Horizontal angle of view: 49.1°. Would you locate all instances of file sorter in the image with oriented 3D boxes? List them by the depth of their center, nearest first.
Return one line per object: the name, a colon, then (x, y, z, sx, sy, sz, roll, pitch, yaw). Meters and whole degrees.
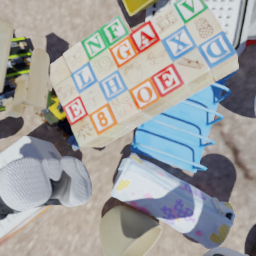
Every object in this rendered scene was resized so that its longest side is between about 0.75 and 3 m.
file sorter: (1.359, -0.434, 7.024, 1.870, 1.653, 2.695, 19, 84, 3)

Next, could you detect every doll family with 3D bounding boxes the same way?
doll family: (-1.547, -0.276, 7.403, 1.106, 0.751, 1.913, -46, 110, -3)

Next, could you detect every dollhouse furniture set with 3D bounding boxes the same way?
dollhouse furniture set: (-2.779, -0.841, 4.638, 2.387, 2.035, 1.165, -16, 64, 39)

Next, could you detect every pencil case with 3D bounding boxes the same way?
pencil case: (1.044, 1.759, 6.877, 2.958, 1.342, 1.230, 27, 71, 5)

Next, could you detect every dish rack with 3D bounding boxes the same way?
dish rack: (1.791, -3.010, 7.244, 2.653, 0.578, 2.277, 12, 111, 23)

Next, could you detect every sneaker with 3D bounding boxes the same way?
sneaker: (-1.490, 0.945, 4.401, 1.214, 2.133, 0.805, -18, 74, 18)

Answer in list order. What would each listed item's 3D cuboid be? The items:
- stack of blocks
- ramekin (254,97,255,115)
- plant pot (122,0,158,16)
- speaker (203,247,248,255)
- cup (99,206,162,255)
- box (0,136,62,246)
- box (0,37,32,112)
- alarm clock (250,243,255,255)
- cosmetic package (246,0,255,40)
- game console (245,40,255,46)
stack of blocks: (0.143, -0.963, 4.532, 2.671, 0.782, 1.538, -30, 76, 18)
ramekin: (3.518, -0.808, 4.915, 2.441, 2.441, 1.137, 10, 63, 1)
plant pot: (0.489, -3.149, 5.751, 1.105, 1.074, 1.081, -34, 104, -33)
speaker: (2.133, 2.670, 4.199, 1.181, 2.908, 1.181, 2, 77, -10)
cup: (-0.087, 2.570, 6.854, 1.536, 1.536, 1.099, -45, 58, -5)
box: (-2.730, 1.617, 6.550, 2.701, 2.057, 1.436, -38, 84, -4)
box: (-3.370, -1.393, 7.453, 1.895, 0.450, 1.830, -20, 81, -24)
alarm clock: (3.901, 3.741, 6.890, 1.794, 0.886, 2.660, 13, 81, 1)
cosmetic package: (3.636, -3.188, 6.972, 1.389, 1.670, 1.398, -2, 83, -4)
game console: (3.689, -3.765, 8.116, 2.218, 0.389, 2.508, -19, 84, -5)
